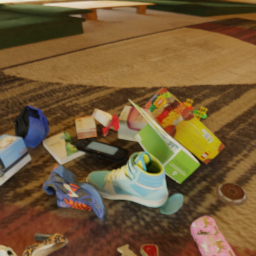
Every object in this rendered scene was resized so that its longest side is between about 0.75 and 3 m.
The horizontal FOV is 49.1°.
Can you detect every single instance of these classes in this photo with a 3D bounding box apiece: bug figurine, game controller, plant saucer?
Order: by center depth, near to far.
[{"bbox_3d":[1.434,2.497,9.045,0.891,0.160,0.891,-36,10,7],"label":"plant saucer"},{"bbox_3d":[3.614,2.257,9.749,1.058,0.170,1.058,-1,35,0],"label":"plant saucer"},{"bbox_3d":[-1.041,0.883,11.262,2.091,0.440,1.091,14,13,14],"label":"game controller"},{"bbox_3d":[2.953,-0.677,13.745,1.605,0.533,2.070,23,36,21],"label":"bug figurine"}]

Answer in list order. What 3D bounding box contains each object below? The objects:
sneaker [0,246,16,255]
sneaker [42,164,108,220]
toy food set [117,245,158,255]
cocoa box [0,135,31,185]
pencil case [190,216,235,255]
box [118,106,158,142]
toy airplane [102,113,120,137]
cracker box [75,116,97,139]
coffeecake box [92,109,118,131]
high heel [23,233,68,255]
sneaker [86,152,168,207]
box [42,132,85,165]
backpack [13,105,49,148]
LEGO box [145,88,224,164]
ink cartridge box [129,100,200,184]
[{"bbox_3d":[-3.387,3.442,7.768,0.918,0.368,0.323,15,29,26],"label":"sneaker"},{"bbox_3d":[-1.741,2.281,9.182,2.742,1.033,1.075,24,57,34],"label":"sneaker"},{"bbox_3d":[0.687,3.926,7.166,1.490,0.369,2.344,-8,27,-12],"label":"toy food set"},{"bbox_3d":[-4.702,1.145,10.426,1.089,1.071,1.633,6,34,28],"label":"cocoa box"},{"bbox_3d":[2.400,3.314,7.644,0.805,0.771,1.861,-12,35,-12],"label":"pencil case"},{"bbox_3d":[0.626,-0.135,12.450,1.941,1.057,1.241,9,36,12],"label":"box"},{"bbox_3d":[-0.720,-0.132,11.889,0.235,1.279,1.279,30,25,-26],"label":"toy airplane"},{"bbox_3d":[-1.953,-0.035,12.913,0.867,0.373,1.294,-7,33,-9],"label":"cracker box"},{"bbox_3d":[-0.989,-0.377,13.017,0.878,0.418,1.144,18,14,-47],"label":"coffeecake box"},{"bbox_3d":[-2.288,3.474,7.657,1.009,0.506,1.416,3,30,6],"label":"high heel"},{"bbox_3d":[-0.084,1.476,9.333,2.909,1.899,1.157,7,37,13],"label":"sneaker"},{"bbox_3d":[-2.703,0.807,11.747,1.155,0.291,1.600,-25,44,-32],"label":"box"},{"bbox_3d":[-4.044,0.026,11.902,1.314,1.272,1.566,19,35,-36],"label":"backpack"},{"bbox_3d":[2.207,-0.062,10.901,1.055,2.735,2.037,-46,38,10],"label":"LEGO box"},{"bbox_3d":[0.963,0.481,9.991,1.082,2.857,2.111,-47,38,9],"label":"ink cartridge box"}]
